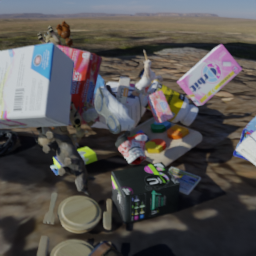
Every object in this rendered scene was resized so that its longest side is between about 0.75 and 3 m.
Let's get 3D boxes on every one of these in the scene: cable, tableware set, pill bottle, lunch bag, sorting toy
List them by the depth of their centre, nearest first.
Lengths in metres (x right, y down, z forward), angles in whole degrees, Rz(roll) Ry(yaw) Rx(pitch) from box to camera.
[{"bbox_3d":[-1.162,2.476,6.218,1.525,0.462,2.308,9,30,-8],"label":"tableware set"},{"bbox_3d":[5.109,0.678,9.464,2.362,1.111,1.778,27,33,28],"label":"lunch bag"},{"bbox_3d":[1.078,0.346,10.103,2.201,0.434,2.378,-30,36,-27],"label":"sorting toy"},{"bbox_3d":[-5.108,0.586,10.206,2.118,0.538,1.728,-17,25,-27],"label":"cable"},{"bbox_3d":[1.761,-0.957,11.752,2.173,1.209,1.209,28,26,-5],"label":"pill bottle"}]

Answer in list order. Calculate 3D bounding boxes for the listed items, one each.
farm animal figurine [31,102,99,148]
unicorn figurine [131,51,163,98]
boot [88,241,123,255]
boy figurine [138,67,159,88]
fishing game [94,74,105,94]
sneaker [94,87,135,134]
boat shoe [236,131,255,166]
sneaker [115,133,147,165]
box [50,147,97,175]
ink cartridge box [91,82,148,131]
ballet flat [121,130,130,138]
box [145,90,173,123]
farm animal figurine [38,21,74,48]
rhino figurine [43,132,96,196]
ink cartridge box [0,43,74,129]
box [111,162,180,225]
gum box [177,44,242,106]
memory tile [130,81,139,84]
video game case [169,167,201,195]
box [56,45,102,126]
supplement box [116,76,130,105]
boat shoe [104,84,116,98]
[{"bbox_3d":[-1.893,0.034,9.808,2.282,1.147,1.843,-30,-14,16],"label":"farm animal figurine"},{"bbox_3d":[0.706,-1.797,10.301,0.629,1.704,1.170,38,19,30],"label":"unicorn figurine"},{"bbox_3d":[-0.640,2.973,4.741,0.992,0.765,2.047,25,47,27],"label":"boot"},{"bbox_3d":[1.148,-2.088,12.722,1.498,0.931,0.483,39,67,5],"label":"boy figurine"},{"bbox_3d":[-1.892,-2.005,13.742,1.594,2.226,0.346,-9,-3,-3],"label":"fishing game"},{"bbox_3d":[-0.409,-0.502,7.692,0.702,0.601,1.612,-8,56,-36],"label":"sneaker"},{"bbox_3d":[4.177,1.407,7.842,1.063,1.047,2.998,33,19,-47],"label":"boat shoe"},{"bbox_3d":[0.272,0.615,8.004,0.791,0.493,1.475,54,27,16],"label":"sneaker"},{"bbox_3d":[-1.717,0.996,8.666,1.302,0.310,0.794,-18,20,-25],"label":"box"},{"bbox_3d":[-0.393,-1.059,12.634,2.065,1.203,2.853,6,27,16],"label":"ink cartridge box"},{"bbox_3d":[-0.167,0.400,10.072,0.194,0.837,0.282,30,33,-15],"label":"ballet flat"},{"bbox_3d":[1.067,-0.716,9.624,0.478,1.010,0.518,-25,4,-14],"label":"box"},{"bbox_3d":[-3.155,-2.804,10.825,2.062,1.284,2.553,5,49,44],"label":"farm animal figurine"},{"bbox_3d":[-1.481,0.945,7.398,0.582,1.948,0.852,-37,-10,15],"label":"rhino figurine"},{"bbox_3d":[-3.235,-1.140,8.377,2.914,2.106,1.234,-1,-13,19],"label":"ink cartridge box"},{"bbox_3d":[0.418,1.657,7.326,1.497,0.931,1.112,-9,27,-17],"label":"box"},{"bbox_3d":[2.731,-1.773,9.358,1.900,1.078,0.628,-42,5,-2],"label":"gum box"},{"bbox_3d":[0.667,-2.688,17.408,0.975,0.107,1.272,-3,25,-6],"label":"memory tile"},{"bbox_3d":[1.543,1.580,8.456,1.005,0.111,0.914,17,30,32],"label":"video game case"},{"bbox_3d":[-2.073,-1.545,10.523,1.360,2.728,1.302,16,10,12],"label":"box"},{"bbox_3d":[-0.191,-1.410,10.367,0.397,0.680,1.079,10,29,-3],"label":"supplement box"},{"bbox_3d":[-0.570,-0.948,10.752,0.519,0.627,1.745,-11,62,-11],"label":"boat shoe"}]
